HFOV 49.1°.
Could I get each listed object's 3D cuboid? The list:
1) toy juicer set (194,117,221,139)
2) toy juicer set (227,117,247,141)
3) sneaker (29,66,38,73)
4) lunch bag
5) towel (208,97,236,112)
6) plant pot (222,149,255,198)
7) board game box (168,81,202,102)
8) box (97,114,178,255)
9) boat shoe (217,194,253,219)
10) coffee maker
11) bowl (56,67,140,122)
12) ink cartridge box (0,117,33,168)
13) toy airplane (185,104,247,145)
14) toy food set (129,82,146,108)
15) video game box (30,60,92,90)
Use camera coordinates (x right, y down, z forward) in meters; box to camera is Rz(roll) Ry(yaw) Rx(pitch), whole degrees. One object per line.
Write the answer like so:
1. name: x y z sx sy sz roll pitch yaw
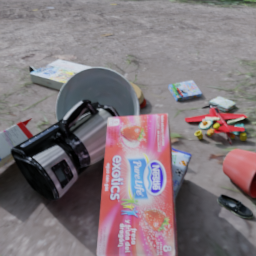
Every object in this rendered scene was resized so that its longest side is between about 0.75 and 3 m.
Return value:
1. toy juicer set: 2.932 -0.136 10.100 0.802 0.343 1.260 -13 31 43
2. toy juicer set: 3.946 0.073 10.319 0.736 0.315 1.157 -6 36 21
3. sneaker: -4.793 -2.966 14.662 1.031 0.381 0.409 26 32 23
4. lunch bag: 0.621 1.231 7.885 1.838 1.138 1.562 20 41 16
5. towel: 4.013 -1.007 11.919 0.782 0.220 0.914 -24 41 -35
6. plant pot: 3.376 1.192 7.953 1.208 1.208 1.069 -20 29 -27
7. board game box: 2.561 -1.684 12.663 1.223 0.224 0.925 -12 52 -15
8. box: 0.293 1.340 6.140 1.412 1.531 2.984 -4 57 10
9. boat shoe: 2.840 2.035 7.399 0.950 0.315 0.355 28 47 35
10. coffee maker: -1.734 0.652 8.145 2.748 1.851 2.640 -36 4 -31
11. bowl: -0.905 -0.572 9.613 2.836 2.836 1.275 8 4 11
12. ink cartridge box: -3.697 0.606 8.450 0.716 1.236 2.128 51 40 -2
13. toy airplane: 3.447 -0.270 10.624 2.492 0.458 2.492 -2 35 1
14. toy food set: -0.385 -1.337 11.981 2.252 0.553 2.275 -2 38 -10
15. video game box: -3.244 -2.647 13.989 2.370 0.555 2.159 18 36 24
